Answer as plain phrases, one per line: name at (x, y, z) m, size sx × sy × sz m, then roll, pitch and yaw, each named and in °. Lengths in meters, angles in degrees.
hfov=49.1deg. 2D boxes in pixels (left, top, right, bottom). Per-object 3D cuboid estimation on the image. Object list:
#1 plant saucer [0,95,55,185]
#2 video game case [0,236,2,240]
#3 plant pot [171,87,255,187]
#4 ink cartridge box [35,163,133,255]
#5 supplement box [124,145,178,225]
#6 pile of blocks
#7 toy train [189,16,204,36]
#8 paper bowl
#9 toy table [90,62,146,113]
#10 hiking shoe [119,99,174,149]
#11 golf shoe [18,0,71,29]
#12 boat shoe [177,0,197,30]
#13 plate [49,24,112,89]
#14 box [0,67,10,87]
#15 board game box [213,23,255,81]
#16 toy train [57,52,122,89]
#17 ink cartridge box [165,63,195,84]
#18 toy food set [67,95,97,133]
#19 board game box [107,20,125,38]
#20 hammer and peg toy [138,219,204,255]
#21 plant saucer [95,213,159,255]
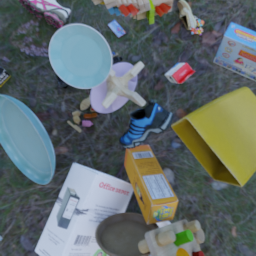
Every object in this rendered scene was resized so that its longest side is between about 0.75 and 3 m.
plant saucer at (-3.107, 0.331, 8.331) m, size 2.984 × 2.984 × 0.409 m, roll 47°, pitch 49°, yaw 9°
video game case at (-5.865, 4.224, 10.421) m, size 1.510 × 0.379 × 1.666 m, roll 43°, pitch 81°, yaw 8°
plant pot at (2.869, 0.108, 8.119) m, size 1.974 × 2.239 × 2.238 m, roll -38°, pitch 86°, yaw -4°
ink cartridge box at (-1.229, 2.738, 8.668) m, size 1.176 × 2.037 × 2.800 m, roll 16°, pitch 79°, yaw 38°
supplement box at (0.610, 1.631, 8.655) m, size 0.893 × 0.864 × 2.596 m, roll -2°, pitch 35°, yaw -15°
pile of blocks at (0.186, -3.692, 8.744) m, size 2.875 × 1.180 × 0.893 m, roll -6°, pitch 67°, yaw -24°
toy train at (3.036, -4.441, 12.219) m, size 0.688 × 0.255 × 0.915 m, roll 23°, pitch 73°, yaw -31°
paper bowl at (0.959, 3.982, 10.250) m, size 1.538 × 0.800 × 1.538 m, roll 0°, pitch 78°, yaw 0°
toy table at (-0.338, -1.405, 9.639) m, size 1.930 × 1.230 × 2.100 m, roll 31°, pitch 84°, yaw -18°
hiking shoe at (0.328, -0.114, 7.933) m, size 0.900 × 2.076 × 0.772 m, roll 42°, pitch 44°, yaw -15°
golf shoe at (-3.706, -5.372, 12.299) m, size 2.440 × 0.886 × 1.124 m, roll 31°, pitch 75°, yaw -3°
boat shoe at (2.506, -4.974, 12.339) m, size 0.486 × 0.542 × 1.463 m, roll -24°, pitch 79°, yaw -11°
plate at (-1.440, -2.168, 8.602) m, size 2.016 × 0.258 × 2.016 m, roll 6°, pitch 122°, yaw 10°
box at (-6.723, -2.273, 11.696) m, size 2.724 × 0.672 × 2.175 m, roll 37°, pitch 78°, yaw 7°
board game box at (3.512, -2.142, 8.261) m, size 1.684 × 1.649 × 0.471 m, roll 28°, pitch 82°, yaw 11°
toy train at (-1.623, -2.490, 11.853) m, size 2.914 × 0.497 × 0.667 m, roll -24°, pitch 67°, yaw -4°
ink cartridge box at (1.480, -1.579, 8.069) m, size 0.552 × 0.950 × 0.319 m, roll -42°, pitch 105°, yaw 0°
toy food set at (-1.732, -0.534, 11.551) m, size 0.969 × 0.240 × 1.525 m, roll 39°, pitch 73°, yaw 7°
board game box at (-0.516, -4.394, 12.451) m, size 0.406 × 0.077 × 0.789 m, roll -37°, pitch 80°, yaw -6°
hammer and peg toy at (1.691, 3.578, 7.447) m, size 1.039 × 2.947 × 2.167 m, roll -35°, pitch 64°, yaw 29°
plant saucer at (0.003, 3.013, 7.800) m, size 1.847 × 1.847 × 0.272 m, roll 2°, pitch 110°, yaw 0°
